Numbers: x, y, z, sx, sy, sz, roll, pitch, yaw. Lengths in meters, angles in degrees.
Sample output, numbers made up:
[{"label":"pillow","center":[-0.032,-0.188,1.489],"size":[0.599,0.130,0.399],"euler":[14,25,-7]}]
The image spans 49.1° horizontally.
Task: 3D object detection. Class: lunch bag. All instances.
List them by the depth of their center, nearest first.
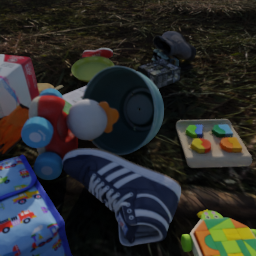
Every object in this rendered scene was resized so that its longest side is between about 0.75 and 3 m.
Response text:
[{"label":"lunch bag","center":[-2.734,1.735,5.575],"size":[2.146,1.341,2.850],"euler":[-22,44,-26]}]

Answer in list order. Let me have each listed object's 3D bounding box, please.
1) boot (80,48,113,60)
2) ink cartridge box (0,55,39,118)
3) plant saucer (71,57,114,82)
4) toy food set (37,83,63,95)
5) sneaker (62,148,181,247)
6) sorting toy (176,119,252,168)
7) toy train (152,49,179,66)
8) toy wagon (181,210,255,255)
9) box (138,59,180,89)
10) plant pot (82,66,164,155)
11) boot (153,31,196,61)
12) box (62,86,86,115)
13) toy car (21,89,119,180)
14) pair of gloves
[{"label":"boot","center":[-1.441,-3.178,12.717],"size":[1.444,0.523,1.042],"euler":[-3,37,9]},{"label":"ink cartridge box","center":[-4.282,-0.909,8.632],"size":[1.877,1.868,2.583],"euler":[9,38,11]},{"label":"plant saucer","center":[-1.465,-2.417,11.761],"size":[1.777,0.276,1.777],"euler":[0,45,0]},{"label":"toy food set","center":[-3.385,-1.346,10.529],"size":[1.756,0.353,1.213],"euler":[11,32,28]},{"label":"sneaker","center":[-0.352,1.477,6.087],"size":[2.864,1.004,1.554],"euler":[17,42,9]},{"label":"sorting toy","center":[2.451,0.345,8.246],"size":[1.799,0.354,1.943],"euler":[-1,38,-2]},{"label":"toy train","center":[1.642,-3.071,12.525],"size":[0.835,0.624,1.465],"euler":[-3,36,-22]},{"label":"toy wagon","center":[1.842,2.252,5.449],"size":[1.536,0.392,1.980],"euler":[-1,28,-7]},{"label":"box","center":[1.245,-2.201,11.355],"size":[1.355,0.584,1.110],"euler":[-25,44,-29]},{"label":"plant pot","center":[0.055,-0.516,8.072],"size":[2.360,2.360,1.581],"euler":[23,17,27]},{"label":"boot","center":[1.865,-4.017,13.046],"size":[1.707,0.905,2.593],"euler":[3,31,-31]},{"label":"box","center":[-1.540,-0.890,9.865],"size":[1.990,0.362,1.436],"euler":[-28,45,-33]},{"label":"toy car","center":[-1.298,0.011,7.290],"size":[2.177,1.926,2.007],"euler":[-7,31,1]},{"label":"pair of gloves","center":[-3.706,-0.105,7.069],"size":[1.973,2.214,0.274],"euler":[-48,43,11]}]
